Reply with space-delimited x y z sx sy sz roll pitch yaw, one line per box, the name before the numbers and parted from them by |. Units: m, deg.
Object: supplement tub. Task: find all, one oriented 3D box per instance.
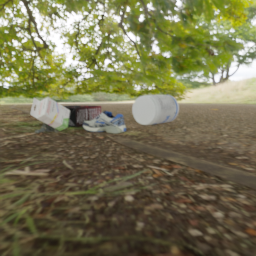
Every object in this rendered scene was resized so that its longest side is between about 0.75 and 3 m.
supplement tub | 1.518 -0.990 15.026 1.558 1.558 2.361 6 10 40

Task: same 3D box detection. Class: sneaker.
sneaker | -1.019 -0.292 11.970 2.152 0.917 0.829 3 8 29

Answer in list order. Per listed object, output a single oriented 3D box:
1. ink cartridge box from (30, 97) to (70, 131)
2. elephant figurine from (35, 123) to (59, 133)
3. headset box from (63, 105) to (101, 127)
ink cartridge box | -3.009 -0.592 10.915 0.490 0.853 1.457 -20 -36 32
elephant figurine | -3.355 -0.054 11.734 0.889 0.629 0.689 -14 -25 11
headset box | -2.730 -0.674 14.753 1.925 0.972 2.590 4 8 27
